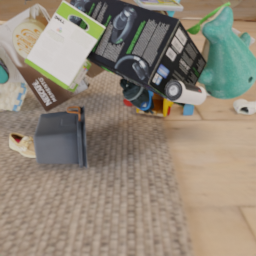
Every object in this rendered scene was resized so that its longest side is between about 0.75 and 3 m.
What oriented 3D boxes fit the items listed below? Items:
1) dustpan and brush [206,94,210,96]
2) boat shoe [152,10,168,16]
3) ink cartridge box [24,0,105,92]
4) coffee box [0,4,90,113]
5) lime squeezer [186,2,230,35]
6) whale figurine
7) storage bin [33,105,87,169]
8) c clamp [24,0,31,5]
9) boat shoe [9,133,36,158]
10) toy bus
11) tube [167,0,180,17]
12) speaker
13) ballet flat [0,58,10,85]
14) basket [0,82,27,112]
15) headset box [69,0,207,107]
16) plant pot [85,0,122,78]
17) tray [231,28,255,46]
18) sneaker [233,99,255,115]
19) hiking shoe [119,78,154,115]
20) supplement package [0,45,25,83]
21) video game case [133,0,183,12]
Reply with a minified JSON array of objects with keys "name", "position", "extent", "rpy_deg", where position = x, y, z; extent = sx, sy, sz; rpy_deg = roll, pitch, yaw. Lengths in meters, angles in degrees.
[{"name":"dustpan and brush","position":[3.431,-1.636,12.926],"extent":[1.239,0.355,0.865],"rpy_deg":[13,23,10]},{"name":"boat shoe","position":[0.664,-2.777,7.653],"extent":[0.744,0.746,2.069],"rpy_deg":[-31,4,-16]},{"name":"ink cartridge box","position":[-1.168,-1.551,5.480],"extent":[1.018,1.378,0.522],"rpy_deg":[34,3,3]},{"name":"coffee box","position":[-2.391,-1.948,8.077],"extent":[1.462,2.556,1.019],"rpy_deg":[-29,16,3]},{"name":"lime squeezer","position":[1.914,-2.587,8.042],"extent":[0.832,2.356,0.444],"rpy_deg":[41,29,28]},{"name":"whale figurine","position":[2.669,-1.827,7.417],"extent":[2.012,2.530,1.313],"rpy_deg":[-40,47,-10]},{"name":"storage bin","position":[-1.888,0.160,8.011],"extent":[1.370,1.485,2.040],"rpy_deg":[-3,27,-10]},{"name":"c clamp","position":[-3.301,-5.019,10.491],"extent":[1.269,0.172,1.084],"rpy_deg":[-23,47,-2]},{"name":"boat shoe","position":[-3.094,0.496,8.479],"extent":[1.455,0.503,0.536],"rpy_deg":[14,30,25]},{"name":"toy bus","position":[1.264,-1.481,11.388],"extent":[2.502,1.370,2.651],"rpy_deg":[-12,30,-23]},{"name":"tube","position":[1.619,-4.962,12.630],"extent":[0.712,2.825,1.094],"rpy_deg":[39,43,11]},{"name":"speaker","position":[1.062,-0.625,5.109],"extent":[0.370,0.370,0.912],"rpy_deg":[24,15,39]},{"name":"ballet flat","position":[-4.173,-2.167,8.125],"extent":[0.706,1.962,0.706],"rpy_deg":[-20,30,12]},{"name":"basket","position":[-5.357,-1.657,11.079],"extent":[2.457,1.709,2.166],"rpy_deg":[22,17,-26]},{"name":"headset box","position":[0.071,-1.749,6.313],"extent":[2.713,1.259,2.362],"rpy_deg":[30,7,26]},{"name":"plant pot","position":[-1.030,-3.026,9.603],"extent":[2.279,2.613,2.613],"rpy_deg":[-47,38,-2]},{"name":"tray","position":[3.040,-2.478,9.571],"extent":[1.207,2.249,0.249],"rpy_deg":[19,54,-17]},{"name":"sneaker","position":[4.961,-0.755,11.012],"extent":[1.525,0.571,0.760],"rpy_deg":[-1,36,12]},{"name":"hiking shoe","position":[0.288,-1.168,8.623],"extent":[0.823,0.959,2.213],"rpy_deg":[-33,26,20]},{"name":"supplement package","position":[-3.721,-2.601,9.939],"extent":[2.531,1.480,1.485],"rpy_deg":[-7,42,-36]},{"name":"video game case","position":[0.585,-2.864,6.268],"extent":[1.012,0.112,0.922],"rpy_deg":[-8,48,-24]}]
